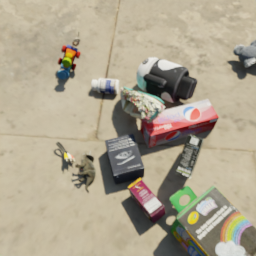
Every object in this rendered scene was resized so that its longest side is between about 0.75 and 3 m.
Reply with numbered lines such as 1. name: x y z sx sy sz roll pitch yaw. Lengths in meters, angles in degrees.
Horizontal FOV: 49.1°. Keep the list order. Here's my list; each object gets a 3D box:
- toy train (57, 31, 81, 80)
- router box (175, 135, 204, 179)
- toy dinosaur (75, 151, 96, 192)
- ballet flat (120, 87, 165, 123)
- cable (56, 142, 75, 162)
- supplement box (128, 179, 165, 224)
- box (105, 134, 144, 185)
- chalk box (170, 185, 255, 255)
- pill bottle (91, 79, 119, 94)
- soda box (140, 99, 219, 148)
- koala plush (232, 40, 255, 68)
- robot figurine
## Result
1. toy train: -2.382 -2.892 11.297 0.781 1.845 1.067 20 43 -13
2. router box: 1.972 0.866 8.925 0.509 1.640 1.229 18 93 14
3. toy dinosaur: -1.357 1.419 9.397 0.713 0.537 1.394 -10 67 -24
4. ballet flat: 0.253 -0.872 10.035 1.076 2.845 0.909 30 92 -27
5. cable: -2.167 0.839 9.835 0.256 0.495 1.019 -48 56 23
6. supplement box: 0.573 2.265 8.722 0.519 0.668 1.211 -34 54 -14
7. box: -0.135 1.054 9.528 1.055 0.744 1.426 -12 55 -7
8. chalk box: 2.250 2.822 7.992 1.545 1.534 2.475 -32 62 -19
9. pill bottle: -0.934 -1.701 11.443 1.063 0.590 0.590 6 57 4
10. soda box: 1.840 -0.178 10.304 2.698 0.856 0.945 -15 59 -10
11. koala plush: 5.467 -3.273 12.100 1.587 1.459 1.408 -20 58 1
12. robot figurine: 1.466 -1.887 10.971 2.349 1.765 1.466 25 75 22
